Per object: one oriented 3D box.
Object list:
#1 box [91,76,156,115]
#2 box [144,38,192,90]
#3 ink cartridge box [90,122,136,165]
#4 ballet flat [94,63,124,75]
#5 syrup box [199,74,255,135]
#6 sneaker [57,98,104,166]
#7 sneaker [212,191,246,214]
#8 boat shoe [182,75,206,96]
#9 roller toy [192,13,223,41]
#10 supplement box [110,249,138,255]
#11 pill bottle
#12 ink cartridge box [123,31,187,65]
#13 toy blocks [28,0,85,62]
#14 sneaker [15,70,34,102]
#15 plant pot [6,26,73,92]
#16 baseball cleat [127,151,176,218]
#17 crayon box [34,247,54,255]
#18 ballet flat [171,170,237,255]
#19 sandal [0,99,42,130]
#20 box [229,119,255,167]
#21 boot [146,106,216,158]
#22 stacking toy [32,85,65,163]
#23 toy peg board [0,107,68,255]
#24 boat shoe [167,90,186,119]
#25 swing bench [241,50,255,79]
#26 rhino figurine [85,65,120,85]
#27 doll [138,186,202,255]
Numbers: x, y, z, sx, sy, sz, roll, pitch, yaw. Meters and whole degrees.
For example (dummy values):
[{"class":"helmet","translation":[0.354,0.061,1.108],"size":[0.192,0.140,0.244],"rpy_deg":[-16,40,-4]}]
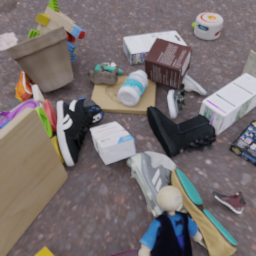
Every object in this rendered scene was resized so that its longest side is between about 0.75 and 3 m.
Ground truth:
[{"class":"box","translation":[-0.152,-1.366,11.220],"size":[2.490,0.265,2.035],"rpy_deg":[5,48,3]},{"class":"box","translation":[1.538,-2.484,10.863],"size":[1.480,1.216,1.228],"rpy_deg":[22,67,17]},{"class":"ink cartridge box","translation":[-0.548,0.435,9.116],"size":[1.026,0.605,1.783],"rpy_deg":[-16,23,-14]},{"class":"ballet flat","translation":[-0.804,-2.535,11.913],"size":[1.395,0.470,0.491],"rpy_deg":[8,82,26]},{"class":"syrup box","translation":[3.824,-0.919,10.310],"size":[2.529,0.996,1.030],"rpy_deg":[-30,55,-24]},{"class":"sneaker","translation":[-1.537,-0.087,9.472],"size":[1.579,1.031,2.822],"rpy_deg":[-14,48,-4]},{"class":"sneaker","translation":[2.903,1.953,7.938],"size":[0.962,0.364,0.555],"rpy_deg":[34,99,4]},{"class":"boat shoe","translation":[2.500,-1.718,11.398],"size":[1.504,0.533,0.525],"rpy_deg":[45,106,20]},{"class":"roller toy","translation":[4.058,-5.151,14.103],"size":[1.443,1.008,1.316],"rpy_deg":[-4,48,-3]},{"class":"supplement box","translation":[0.031,4.041,5.575],"size":[1.112,1.432,2.595],"rpy_deg":[-11,49,-12]},{"class":"pill bottle","translation":[0.237,-1.563,10.673],"size":[0.815,0.815,1.471],"rpy_deg":[17,50,15]},{"class":"ink cartridge box","translation":[1.213,-3.766,13.104],"size":[2.654,0.668,1.446],"rpy_deg":[-11,48,-11]},{"class":"toy blocks","translation":[-2.975,-3.607,11.965],"size":[1.965,2.874,1.436],"rpy_deg":[38,21,7]},{"class":"sneaker","translation":[-4.167,-1.725,11.135],"size":[0.782,0.739,2.026],"rpy_deg":[-37,31,10]},{"class":"plant pot","translation":[-3.170,-2.566,10.876],"size":[2.307,2.002,2.307],"rpy_deg":[-17,25,8]},{"class":"baseball cleat","translation":[0.958,1.631,8.091],"size":[1.409,0.923,2.648],"rpy_deg":[-18,51,-15]},{"class":"crayon box","translation":[-2.255,4.071,6.106],"size":[1.516,0.606,2.388],"rpy_deg":[34,57,27]},{"class":"ballet flat","translation":[1.748,2.286,7.512],"size":[0.820,0.892,2.600],"rpy_deg":[-45,52,14]},{"class":"sandal","translation":[-4.251,-0.194,9.850],"size":[1.185,0.716,2.913],"rpy_deg":[20,51,17]},{"class":"box","translation":[4.506,0.605,9.362],"size":[1.603,0.398,1.591],"rpy_deg":[34,56,27]},{"class":"boot","translation":[1.831,-0.058,9.678],"size":[1.809,0.817,2.207],"rpy_deg":[-18,57,-13]},{"class":"stacking toy","translation":[-2.893,-0.014,8.914],"size":[0.955,2.047,2.262],"rpy_deg":[-20,51,-2]},{"class":"toy peg board","translation":[-3.321,1.286,7.232],"size":[1.391,2.832,2.844],"rpy_deg":[15,49,26]},{"class":"boat shoe","translation":[1.773,-0.956,10.158],"size":[0.581,0.705,2.054],"rpy_deg":[-9,23,14]},{"class":"swing bench","translation":[5.599,-2.629,11.665],"size":[1.284,1.277,0.833],"rpy_deg":[-19,51,-16]},{"class":"rhino figurine","translation":[-1.090,-2.099,11.294],"size":[1.690,0.505,0.739],"rpy_deg":[6,78,28]},{"class":"doll","translation":[1.057,2.721,6.221],"size":[1.938,0.688,2.840],"rpy_deg":[-4,84,-39]}]
